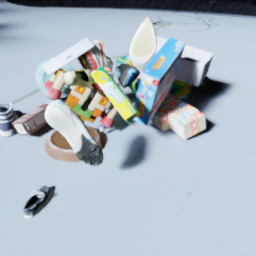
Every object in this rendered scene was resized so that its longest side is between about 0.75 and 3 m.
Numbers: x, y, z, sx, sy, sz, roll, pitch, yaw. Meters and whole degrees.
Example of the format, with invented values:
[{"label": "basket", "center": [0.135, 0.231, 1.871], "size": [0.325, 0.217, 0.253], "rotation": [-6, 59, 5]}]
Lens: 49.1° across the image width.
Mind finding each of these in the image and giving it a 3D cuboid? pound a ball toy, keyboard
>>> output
[{"label": "pound a ball toy", "center": [-0.751, -1.925, 10.634], "size": [0.890, 0.580, 1.365], "rotation": [22, 22, 10]}, {"label": "keyboard", "center": [-2.229, -2.669, 10.431], "size": [1.997, 0.106, 0.562], "rotation": [-35, 65, -8]}]

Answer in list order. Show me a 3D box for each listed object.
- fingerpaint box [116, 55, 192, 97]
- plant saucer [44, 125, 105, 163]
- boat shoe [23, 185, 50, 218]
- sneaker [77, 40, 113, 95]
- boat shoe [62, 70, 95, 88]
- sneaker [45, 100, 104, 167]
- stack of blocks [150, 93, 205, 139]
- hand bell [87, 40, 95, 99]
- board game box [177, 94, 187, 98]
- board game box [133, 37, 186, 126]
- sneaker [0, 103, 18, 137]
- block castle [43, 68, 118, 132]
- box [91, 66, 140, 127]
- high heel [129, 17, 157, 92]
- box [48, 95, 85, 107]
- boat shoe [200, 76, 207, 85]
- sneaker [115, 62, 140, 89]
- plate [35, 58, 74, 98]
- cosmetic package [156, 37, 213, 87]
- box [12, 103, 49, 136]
[{"label": "fingerpaint box", "center": [1.202, -2.560, 13.454], "size": [2.485, 1.093, 2.979], "rotation": [-20, 48, -23]}, {"label": "plant saucer", "center": [-1.974, 0.447, 10.305], "size": [2.234, 0.385, 2.234], "rotation": [0, 32, 0]}, {"label": "boat shoe", "center": [-2.562, 1.982, 7.842], "size": [0.431, 0.356, 1.152], "rotation": [11, 33, 17]}, {"label": "sneaker", "center": [-1.002, -2.333, 11.819], "size": [1.150, 2.955, 1.214], "rotation": [28, 65, 36]}, {"label": "boat shoe", "center": [-1.404, -1.578, 8.701], "size": [0.460, 0.533, 1.462], "rotation": [-22, -4, 28]}, {"label": "sneaker", "center": [-1.350, 0.152, 7.634], "size": [0.790, 2.199, 0.797], "rotation": [-25, 25, 24]}, {"label": "stack of blocks", "center": [1.799, -0.457, 11.159], "size": [1.326, 0.674, 2.302], "rotation": [-27, 37, -15]}, {"label": "hand bell", "center": [-1.734, -2.797, 13.276], "size": [1.350, 2.592, 1.350], "rotation": [1, 23, 0]}, {"label": "board game box", "center": [1.618, -1.850, 13.967], "size": [2.274, 0.394, 1.436], "rotation": [-9, 34, -14]}, {"label": "board game box", "center": [1.101, -1.692, 10.337], "size": [0.676, 2.368, 2.419], "rotation": [27, 52, 12]}, {"label": "sneaker", "center": [-4.961, -0.657, 11.334], "size": [0.752, 1.165, 2.147], "rotation": [-11, 34, -18]}, {"label": "block castle", "center": [-1.792, -1.028, 10.700], "size": [2.757, 1.293, 1.842], "rotation": [29, 8, -27]}, {"label": "box", "center": [-0.294, -0.939, 9.025], "size": [0.501, 2.072, 1.216], "rotation": [-36, -5, 6]}, {"label": "high heel", "center": [0.664, -2.907, 10.943], "size": [0.978, 2.738, 1.952], "rotation": [10, 24, 8]}, {"label": "box", "center": [-2.587, -1.480, 12.264], "size": [1.483, 1.046, 0.585], "rotation": [27, 28, -9]}, {"label": "boat shoe", "center": [4.113, -2.750, 15.365], "size": [0.412, 0.487, 1.367], "rotation": [-1, 29, 6]}, {"label": "sneaker", "center": [-0.142, -1.833, 9.550], "size": [0.732, 0.819, 2.000], "rotation": [-39, 6, -4]}, {"label": "plate", "center": [-2.920, -1.975, 11.421], "size": [1.690, 1.690, 0.216], "rotation": [-4, 27, -6]}, {"label": "cosmetic package", "center": [2.039, -3.002, 12.362], "size": [2.945, 1.049, 1.493], "rotation": [24, 42, 19]}, {"label": "box", "center": [-3.619, -0.353, 11.052], "size": [0.810, 0.606, 1.618], "rotation": [1, 34, 40]}]
